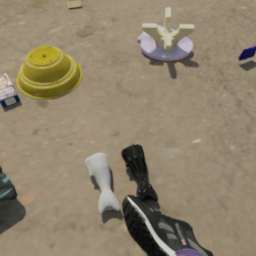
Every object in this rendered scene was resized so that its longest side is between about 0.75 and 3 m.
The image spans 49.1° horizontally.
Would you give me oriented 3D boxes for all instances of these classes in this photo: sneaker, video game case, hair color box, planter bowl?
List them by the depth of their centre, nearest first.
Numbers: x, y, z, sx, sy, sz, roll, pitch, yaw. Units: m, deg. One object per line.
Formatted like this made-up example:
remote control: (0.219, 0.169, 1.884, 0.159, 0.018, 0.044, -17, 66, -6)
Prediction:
sneaker: (0.981, 2.742, 7.260, 1.197, 1.035, 2.734, -23, 58, -36)
sneaker: (-4.293, 2.288, 7.350, 2.895, 1.091, 1.147, -41, 101, -8)
hair color box: (-4.738, -1.445, 10.748, 0.691, 0.418, 1.382, -27, 56, -20)
planter bowl: (-3.225, -2.454, 11.113, 2.666, 1.110, 2.666, 0, 52, 0)
video game case: (1.373, -4.309, 13.168, 1.379, 0.166, 1.513, 23, 56, 18)

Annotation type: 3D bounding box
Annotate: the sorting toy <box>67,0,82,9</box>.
sorting toy: (-2.916, -6.735, 15.130, 0.736, 0.132, 0.988, -13, 53, -5)

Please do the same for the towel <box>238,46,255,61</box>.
towel: (5.042, -3.154, 11.769, 0.817, 0.603, 0.202, -20, 57, -20)

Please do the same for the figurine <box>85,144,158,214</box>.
figurine: (-0.206, 1.535, 8.236, 1.834, 0.790, 1.789, -13, 57, -9)

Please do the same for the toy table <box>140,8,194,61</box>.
toy table: (1.680, -3.860, 11.910, 2.259, 1.323, 2.077, -8, 65, -2)
